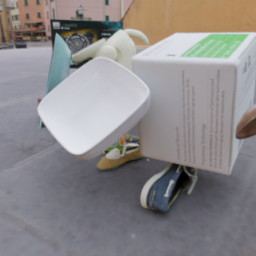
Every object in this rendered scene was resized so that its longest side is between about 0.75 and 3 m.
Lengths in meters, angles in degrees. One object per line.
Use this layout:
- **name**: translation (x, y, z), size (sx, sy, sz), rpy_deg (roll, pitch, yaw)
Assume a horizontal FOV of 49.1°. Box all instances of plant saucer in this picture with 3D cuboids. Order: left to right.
- **plant saucer**: translation (-2.193, -1.343, 8.503), size (0.516, 2.870, 2.870), rpy_deg (9, 18, -19)
- **plant saucer**: translation (2.503, -0.271, 4.998), size (1.421, 1.421, 0.260), rpy_deg (-12, 62, -28)

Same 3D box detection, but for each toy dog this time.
- **toy dog**: translation (-0.253, -1.460, 8.634), size (2.499, 2.577, 1.798), rpy_deg (-33, 16, -14)

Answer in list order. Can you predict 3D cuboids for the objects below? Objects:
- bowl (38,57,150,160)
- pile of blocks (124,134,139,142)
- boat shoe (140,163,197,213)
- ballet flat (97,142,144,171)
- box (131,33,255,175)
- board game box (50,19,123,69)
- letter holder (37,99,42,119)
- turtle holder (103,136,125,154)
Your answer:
- **bowl**: translation (-0.748, -0.440, 6.655), size (2.282, 0.852, 2.279), rpy_deg (-42, 53, -8)
- **pile of blocks**: translation (0.182, 0.452, 11.565), size (0.754, 0.310, 0.234), rpy_deg (9, -21, -2)
- **boat shoe**: translation (1.459, 1.413, 7.991), size (0.873, 1.057, 2.823), rpy_deg (15, 28, 35)
- **ballet flat**: translation (-0.243, 0.913, 9.811), size (1.956, 0.616, 0.671), rpy_deg (-16, 27, -33)
- **box**: translation (1.904, -0.858, 7.551), size (2.464, 2.877, 2.863), rpy_deg (9, 32, 30)
- **board game box**: translation (-1.529, -3.119, 10.575), size (2.641, 1.786, 0.372), rpy_deg (0, 23, -6)
- **letter holder**: translation (-3.765, -0.857, 13.562), size (0.772, 1.091, 1.536), rpy_deg (-14, 25, -31)
- **turtle holder**: translation (-0.665, 0.453, 10.657), size (1.177, 0.836, 0.894), rpy_deg (21, 30, 41)
